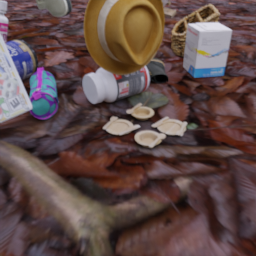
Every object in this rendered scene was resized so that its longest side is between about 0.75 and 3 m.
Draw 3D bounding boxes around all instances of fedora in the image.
[{"bbox_3d":[0.122,-2.623,7.627,2.732,2.732,1.114,-14,36,-21],"label":"fedora"}]

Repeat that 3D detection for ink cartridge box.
[{"bbox_3d":[3.144,-3.167,11.333,1.334,1.845,1.358,-5,33,-8],"label":"ink cartridge box"}]

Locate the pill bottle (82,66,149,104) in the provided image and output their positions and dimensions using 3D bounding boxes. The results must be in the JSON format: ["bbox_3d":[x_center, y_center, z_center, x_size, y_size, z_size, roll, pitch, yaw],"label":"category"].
[{"bbox_3d":[-0.392,-1.527,9.375,2.041,1.182,1.182,-22,39,-31],"label":"pill bottle"}]

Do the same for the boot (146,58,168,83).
[{"bbox_3d":[0.539,-2.250,10.982,2.021,0.783,1.398,-4,37,-5],"label":"boot"}]

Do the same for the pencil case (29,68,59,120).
[{"bbox_3d":[-2.715,-1.123,8.937,0.885,0.961,2.080,-15,33,-9],"label":"pencil case"}]

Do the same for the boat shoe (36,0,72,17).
[{"bbox_3d":[-2.056,-3.690,8.055,0.708,0.752,2.093,-21,37,-26],"label":"boat shoe"}]

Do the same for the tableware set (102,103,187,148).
[{"bbox_3d":[0.487,-0.073,7.940,2.141,0.248,1.788,24,40,32],"label":"tableware set"}]

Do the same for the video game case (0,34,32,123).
[{"bbox_3d":[-2.533,-0.971,3.439,0.276,2.412,2.195,-8,18,36],"label":"video game case"}]

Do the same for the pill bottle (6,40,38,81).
[{"bbox_3d":[-4.673,-2.148,10.093,1.476,1.476,2.640,15,35,22],"label":"pill bottle"}]

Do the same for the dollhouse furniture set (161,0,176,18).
[{"bbox_3d":[1.367,-4.321,9.417,0.454,1.026,0.532,29,71,27],"label":"dollhouse furniture set"}]

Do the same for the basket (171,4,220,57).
[{"bbox_3d":[3.169,-4.873,13.825,2.003,2.091,2.807,4,33,6],"label":"basket"}]

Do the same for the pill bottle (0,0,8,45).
[{"bbox_3d":[-2.956,-2.022,5.881,0.757,1.336,0.757,13,17,-4],"label":"pill bottle"}]
